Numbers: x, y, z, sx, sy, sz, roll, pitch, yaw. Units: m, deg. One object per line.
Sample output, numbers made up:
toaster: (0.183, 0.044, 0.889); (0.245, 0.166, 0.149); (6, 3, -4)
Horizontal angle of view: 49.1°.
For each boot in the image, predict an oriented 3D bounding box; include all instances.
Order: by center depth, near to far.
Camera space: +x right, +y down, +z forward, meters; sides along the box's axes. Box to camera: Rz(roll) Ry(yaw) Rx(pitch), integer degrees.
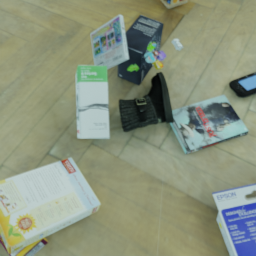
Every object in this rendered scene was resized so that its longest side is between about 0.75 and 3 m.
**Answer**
boot: (0.624, -1.119, 11.304); (2.079, 1.046, 2.781); (-10, 45, 8)

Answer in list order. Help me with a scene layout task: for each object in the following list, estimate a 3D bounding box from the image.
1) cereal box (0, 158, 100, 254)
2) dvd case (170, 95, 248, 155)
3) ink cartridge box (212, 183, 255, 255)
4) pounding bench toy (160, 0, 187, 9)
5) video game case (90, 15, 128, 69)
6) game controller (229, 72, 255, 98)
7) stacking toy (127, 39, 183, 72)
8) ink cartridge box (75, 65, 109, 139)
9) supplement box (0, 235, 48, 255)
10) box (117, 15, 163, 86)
cereal box: (-2.645, 2.265, 8.859); (2.943, 0.582, 2.117); (-16, 54, -35)
dvd case: (3.105, -0.192, 11.162); (2.682, 0.295, 1.958); (-17, 60, -8)
ink cartridge box: (4.415, 3.219, 8.878); (2.830, 0.673, 2.864); (-10, 57, -5)
pounding bench toy: (2.234, -7.636, 15.017); (1.241, 1.559, 1.998); (-23, 61, -14)
video game case: (-0.749, -3.124, 10.663); (0.215, 1.815, 1.652); (-4, 84, -43)
game controller: (5.398, -1.921, 12.159); (1.995, 0.420, 1.041); (-20, 61, -13)
stacking toy: (1.039, -2.662, 10.599); (1.913, 1.443, 0.450); (-22, 77, -41)
ink cartridge box: (-1.307, -0.820, 9.978); (1.030, 1.788, 2.450); (-2, 89, -13)
supplement box: (-3.414, 3.286, 8.709); (1.009, 0.795, 1.541); (-39, 66, -23)
box: (0.495, -3.310, 12.085); (1.192, 1.997, 2.031); (26, 62, 14)
